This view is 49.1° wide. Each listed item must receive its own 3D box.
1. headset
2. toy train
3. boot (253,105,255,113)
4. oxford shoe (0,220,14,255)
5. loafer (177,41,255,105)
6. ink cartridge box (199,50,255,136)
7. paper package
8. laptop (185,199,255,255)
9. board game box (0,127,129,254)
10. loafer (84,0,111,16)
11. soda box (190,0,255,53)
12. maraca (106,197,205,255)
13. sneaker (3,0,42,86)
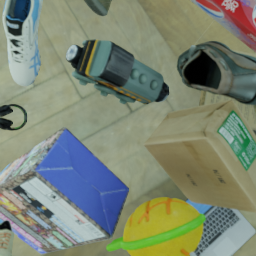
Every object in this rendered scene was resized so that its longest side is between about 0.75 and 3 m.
[{"bbox_3d":[-2.914,-0.266,6.636,1.006,0.473,0.621,1,99,-13],"label":"headset"},{"bbox_3d":[-0.142,-1.151,6.223,1.404,2.463,1.050,19,89,46],"label":"toy train"},{"bbox_3d":[2.768,-0.297,5.225,0.661,0.851,0.310,-36,36,18],"label":"boot"},{"bbox_3d":[-2.166,1.983,4.654,0.489,1.382,0.510,22,88,-25],"label":"oxford shoe"},{"bbox_3d":[1.549,-1.208,5.609,0.913,2.904,1.043,1,110,-16],"label":"loafer"},{"bbox_3d":[3.335,-1.093,8.661,2.011,0.917,2.440,13,75,3],"label":"ink cartridge box"},{"bbox_3d":[1.491,0.559,5.128,1.817,1.732,0.940,51,61,-18],"label":"paper package"},{"bbox_3d":[2.276,2.628,7.496,1.904,1.179,2.034,-38,78,-9],"label":"laptop"},{"bbox_3d":[-1.512,1.372,5.580,1.853,2.324,1.126,48,39,-19],"label":"board game box"},{"bbox_3d":[-1.050,-3.707,7.203,0.674,1.792,0.624,30,85,39],"label":"loafer"},{"bbox_3d":[2.332,-2.627,5.874,2.900,1.015,0.920,31,102,-16],"label":"soda box"},{"bbox_3d":[0.407,1.654,4.427,1.238,1.805,0.966,-5,69,-40],"label":"maraca"},{"bbox_3d":[-2.749,-2.312,7.080,0.953,0.961,2.653,17,116,9],"label":"sneaker"}]
